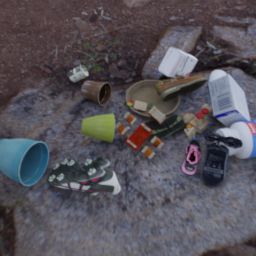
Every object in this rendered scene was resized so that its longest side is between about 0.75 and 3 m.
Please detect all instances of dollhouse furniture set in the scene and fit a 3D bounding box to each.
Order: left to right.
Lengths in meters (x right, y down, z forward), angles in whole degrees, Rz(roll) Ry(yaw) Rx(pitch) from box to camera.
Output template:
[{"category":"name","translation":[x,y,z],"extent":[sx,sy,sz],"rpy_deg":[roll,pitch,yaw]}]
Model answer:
[{"category":"dollhouse furniture set","translation":[0.646,0.064,10.528],"extent":[1.744,0.898,1.725],"rpy_deg":[41,88,8]}]

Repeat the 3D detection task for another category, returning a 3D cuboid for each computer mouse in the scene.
[{"category":"computer mouse","translation":[3.117,1.120,9.748],"extent":[1.294,1.868,0.492],"rpy_deg":[16,6,19]}]

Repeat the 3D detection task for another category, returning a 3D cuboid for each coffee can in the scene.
[{"category":"coffee can","translation":[-2.369,-2.528,13.181],"extent":[0.793,0.580,0.580],"rpy_deg":[-23,46,20]}]

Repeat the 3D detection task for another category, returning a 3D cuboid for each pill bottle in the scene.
[{"category":"pill bottle","translation":[4.548,0.407,10.295],"extent":[2.423,1.360,1.360],"rpy_deg":[-7,49,-7]}]

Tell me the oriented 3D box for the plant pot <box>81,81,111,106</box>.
[{"category":"plant pot","translation":[-1.449,-1.588,12.349],"extent":[1.042,1.052,1.052],"rpy_deg":[16,50,24]}]

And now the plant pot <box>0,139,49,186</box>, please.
[{"category":"plant pot","translation":[-3.807,1.049,9.677],"extent":[1.458,1.551,1.551],"rpy_deg":[14,50,18]}]

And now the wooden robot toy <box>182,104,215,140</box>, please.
[{"category":"wooden robot toy","translation":[2.744,-0.442,11.370],"extent":[1.087,1.055,2.395],"rpy_deg":[28,52,36]}]

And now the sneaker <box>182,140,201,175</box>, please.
[{"category":"sneaker","translation":[2.392,0.938,10.262],"extent":[0.608,0.734,1.540],"rpy_deg":[11,48,12]}]

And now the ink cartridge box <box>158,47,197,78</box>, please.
[{"category":"ink cartridge box","translation":[2.281,-2.872,12.758],"extent":[1.639,1.194,0.695],"rpy_deg":[2,33,-49]}]

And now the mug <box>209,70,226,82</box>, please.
[{"category":"mug","translation":[4.212,-2.037,12.904],"extent":[1.011,0.746,0.886],"rpy_deg":[24,60,3]}]

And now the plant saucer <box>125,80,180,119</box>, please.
[{"category":"plant saucer","translation":[1.090,-1.262,12.441],"extent":[2.417,0.356,2.417],"rpy_deg":[0,49,0]}]

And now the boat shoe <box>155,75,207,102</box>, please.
[{"category":"boat shoe","translation":[2.347,-1.968,12.277],"extent":[2.485,0.894,0.845],"rpy_deg":[-19,66,-25]}]

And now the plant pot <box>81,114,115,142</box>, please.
[{"category":"plant pot","translation":[-1.160,-0.021,10.528],"extent":[1.143,1.069,1.069],"rpy_deg":[4,48,-13]}]

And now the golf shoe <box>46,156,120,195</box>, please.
[{"category":"golf shoe","translation":[-1.557,1.716,9.068],"extent":[2.873,1.266,1.109],"rpy_deg":[-7,38,41]}]

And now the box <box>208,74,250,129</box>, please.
[{"category":"box","translation":[3.977,-0.954,10.990],"extent":[0.896,1.709,1.571],"rpy_deg":[-20,58,35]}]

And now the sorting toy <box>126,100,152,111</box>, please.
[{"category":"sorting toy","translation":[0.479,-0.908,12.058],"extent":[1.107,0.187,0.534],"rpy_deg":[14,41,1]}]

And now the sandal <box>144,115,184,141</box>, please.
[{"category":"sandal","translation":[1.315,0.066,11.141],"extent":[2.098,0.599,0.833],"rpy_deg":[-16,75,-29]}]
